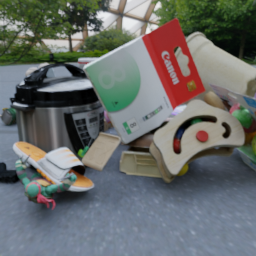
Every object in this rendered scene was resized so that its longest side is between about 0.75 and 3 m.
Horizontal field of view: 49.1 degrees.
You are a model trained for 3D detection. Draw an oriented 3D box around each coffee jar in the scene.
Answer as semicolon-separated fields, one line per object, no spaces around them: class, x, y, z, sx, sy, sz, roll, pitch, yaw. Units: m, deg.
coffee jar;-4.827;-0.604;12.299;0.589;0.720;1.380;43;29;7

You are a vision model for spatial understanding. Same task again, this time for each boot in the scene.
boot;-3.124;1.161;7.287;0.658;0.297;0.803;-2;24;0
boot;1.227;0.023;8.060;0.893;0.337;1.020;-3;-6;42

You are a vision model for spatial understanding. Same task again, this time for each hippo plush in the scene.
hippo plush;-4.878;-2.361;15.352;2.316;2.294;2.880;12;26;41

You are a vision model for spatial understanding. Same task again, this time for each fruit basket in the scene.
fruit basket;3.206;0.044;7.390;1.239;2.643;2.448;-44;19;6

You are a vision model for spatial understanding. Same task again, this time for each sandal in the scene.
sandal;-1.748;0.703;6.481;2.283;0.654;0.875;27;12;19

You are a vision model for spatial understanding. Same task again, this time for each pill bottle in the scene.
pill bottle;-1.704;-2.141;14.047;1.482;2.602;1.482;0;15;0

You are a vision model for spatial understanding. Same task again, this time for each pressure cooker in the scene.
pressure cooker;-1.987;-0.416;8.089;2.535;2.838;2.496;-3;18;-12

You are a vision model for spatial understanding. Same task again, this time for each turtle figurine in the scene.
turtle figurine;-1.791;1.137;5.817;1.299;0.874;1.736;23;-12;-1

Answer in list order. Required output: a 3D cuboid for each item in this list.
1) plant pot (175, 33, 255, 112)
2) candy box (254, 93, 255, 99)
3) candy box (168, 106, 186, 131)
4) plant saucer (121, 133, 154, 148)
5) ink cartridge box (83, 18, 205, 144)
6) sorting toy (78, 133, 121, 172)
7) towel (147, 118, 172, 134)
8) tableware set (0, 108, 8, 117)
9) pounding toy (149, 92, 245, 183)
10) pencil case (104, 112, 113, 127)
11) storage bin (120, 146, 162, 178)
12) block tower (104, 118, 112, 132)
plant pot;3.034;-1.576;9.755;2.506;2.737;2.737;31;31;28
candy box;5.182;-0.762;11.135;2.036;1.708;0.728;-16;23;-41
candy box;2.455;-0.449;12.011;1.684;0.602;1.413;-15;23;-38
plant saucer;0.851;0.369;8.268;2.126;0.389;2.126;3;0;0
ink cartridge box;0.579;-1.205;7.298;2.803;2.255;0.702;-28;20;-2
sorting toy;-0.707;0.510;6.389;1.135;0.839;0.167;11;-25;48
towel;0.798;-0.026;8.670;1.305;0.210;1.247;-6;-15;-6
tableware set;-5.166;-0.837;13.739;2.058;0.316;1.386;-2;15;-2
pounding toy;1.787;0.373;7.140;2.745;1.575;1.570;-39;73;-19
pencil case;0.015;-0.464;9.423;0.858;0.858;1.963;-13;5;-36
storage bin;0.617;0.758;7.950;1.439;0.679;1.449;4;18;13
block tower;-0.934;-0.247;11.369;0.542;0.506;1.873;19;23;21
